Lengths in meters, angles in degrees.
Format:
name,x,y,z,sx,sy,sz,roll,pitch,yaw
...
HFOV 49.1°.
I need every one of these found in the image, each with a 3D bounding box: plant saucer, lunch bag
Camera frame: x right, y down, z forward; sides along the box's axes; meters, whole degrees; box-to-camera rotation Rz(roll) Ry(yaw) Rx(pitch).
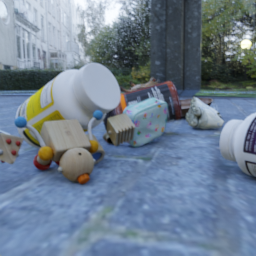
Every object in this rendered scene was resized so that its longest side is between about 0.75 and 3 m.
name,x,y,z,sx,sy,sz,roll,pitch,yaw
plant saucer,2.331,-0.863,12.240,2.680,0.430,2.680,-8,11,2
lunch bag,0.416,-0.176,6.746,1.254,1.006,0.484,-24,33,-39

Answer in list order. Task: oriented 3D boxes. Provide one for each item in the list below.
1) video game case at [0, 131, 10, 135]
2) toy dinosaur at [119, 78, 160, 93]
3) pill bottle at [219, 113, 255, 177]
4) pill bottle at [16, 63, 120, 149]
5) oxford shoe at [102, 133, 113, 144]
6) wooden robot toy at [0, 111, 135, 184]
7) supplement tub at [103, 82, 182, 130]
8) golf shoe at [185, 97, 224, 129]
name,x,y,z,sx,sy,sz,roll,pitch,yaw
video game case,-4.417,0.259,7.039,2.210,0.258,2.009,-7,11,-42
toy dinosaur,0.567,-1.305,12.793,1.697,1.075,2.504,31,-24,15
pill bottle,2.393,0.320,4.191,1.051,1.051,1.869,-8,12,-38
pill bottle,-1.275,-0.420,5.893,2.257,1.269,1.269,-24,-7,39
oxford shoe,-0.471,0.251,6.985,0.295,0.277,0.788,-27,12,-31
wooden robot toy,-0.863,0.494,4.613,2.513,1.107,1.140,-7,47,-37
supplement tub,0.343,-0.534,8.152,2.223,1.189,1.189,-14,9,1
golf shoe,2.616,-0.419,9.666,1.094,0.881,2.250,14,21,1
